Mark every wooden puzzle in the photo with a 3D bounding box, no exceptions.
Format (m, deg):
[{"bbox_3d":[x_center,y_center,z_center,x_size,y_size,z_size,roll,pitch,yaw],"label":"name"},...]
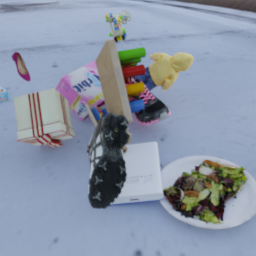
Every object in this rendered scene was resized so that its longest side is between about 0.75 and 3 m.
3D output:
[{"bbox_3d":[-0.739,-0.153,8.818,0.323,1.291,1.394,-30,-11,13],"label":"wooden puzzle"}]

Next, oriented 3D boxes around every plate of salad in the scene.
[{"bbox_3d":[1.998,1.424,7.147,2.596,0.624,2.596,-3,33,2],"label":"plate of salad"}]

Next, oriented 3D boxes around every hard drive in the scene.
[{"bbox_3d":[0.167,1.184,7.778,1.435,0.276,2.175,-7,31,6],"label":"hard drive"}]

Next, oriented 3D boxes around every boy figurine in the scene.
[{"bbox_3d":[1.383,-2.373,11.519,2.708,1.684,0.872,-28,-8,27],"label":"boy figurine"}]

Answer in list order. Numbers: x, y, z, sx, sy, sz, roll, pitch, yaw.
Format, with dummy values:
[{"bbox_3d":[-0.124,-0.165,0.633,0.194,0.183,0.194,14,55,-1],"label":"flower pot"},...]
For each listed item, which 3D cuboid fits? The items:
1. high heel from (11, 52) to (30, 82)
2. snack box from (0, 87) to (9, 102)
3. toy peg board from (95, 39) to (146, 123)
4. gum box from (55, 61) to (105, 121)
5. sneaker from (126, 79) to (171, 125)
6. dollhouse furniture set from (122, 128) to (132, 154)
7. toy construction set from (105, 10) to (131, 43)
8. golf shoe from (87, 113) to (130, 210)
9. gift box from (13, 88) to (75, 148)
[{"bbox_3d":[-2.639,-1.508,6.979,0.258,0.765,0.368,-44,26,-29],"label":"high heel"},{"bbox_3d":[-6.428,-1.186,11.633,1.391,0.444,2.394,26,40,35],"label":"snack box"},{"bbox_3d":[-0.077,-1.381,9.020,1.172,2.387,2.397,-14,2,-14],"label":"toy peg board"},{"bbox_3d":[-1.399,-1.621,11.103,1.530,0.892,2.697,44,42,1],"label":"gum box"},{"bbox_3d":[0.491,-1.055,10.054,1.112,1.342,2.814,-26,29,-15],"label":"sneaker"},{"bbox_3d":[-0.467,0.280,7.977,1.029,0.878,0.502,-1,29,-38],"label":"dollhouse furniture set"},{"bbox_3d":[-0.330,-3.413,9.318,0.692,0.986,1.503,-7,26,21],"label":"toy construction set"},{"bbox_3d":[-0.561,0.795,6.808,0.885,2.276,1.075,19,-15,-27],"label":"golf shoe"},{"bbox_3d":[-2.592,-0.151,8.533,1.600,1.494,1.477,-15,-12,9],"label":"gift box"}]
